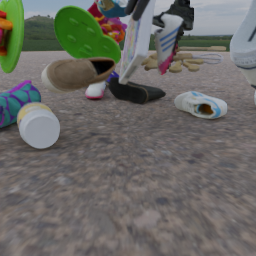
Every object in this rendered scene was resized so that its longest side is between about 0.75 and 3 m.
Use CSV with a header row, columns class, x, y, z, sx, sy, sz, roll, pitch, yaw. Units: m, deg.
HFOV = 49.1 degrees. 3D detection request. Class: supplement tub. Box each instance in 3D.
class,x,y,z,sx,sy,sz,roll,pitch,yaw
supplement tub,-2.297,-0.076,7.168,0.956,0.956,1.315,-8,20,-23

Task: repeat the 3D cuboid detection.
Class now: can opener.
class,x,y,z,sx,sy,sz,roll,pitch,yaw
can opener,0.235,-2.299,4.663,0.374,1.404,0.469,36,61,-3

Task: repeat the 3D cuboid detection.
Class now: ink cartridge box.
class,x,y,z,sx,sy,sz,roll,pitch,yaw
ink cartridge box,-1.512,-2.683,14.350,2.008,0.436,1.989,6,-9,23

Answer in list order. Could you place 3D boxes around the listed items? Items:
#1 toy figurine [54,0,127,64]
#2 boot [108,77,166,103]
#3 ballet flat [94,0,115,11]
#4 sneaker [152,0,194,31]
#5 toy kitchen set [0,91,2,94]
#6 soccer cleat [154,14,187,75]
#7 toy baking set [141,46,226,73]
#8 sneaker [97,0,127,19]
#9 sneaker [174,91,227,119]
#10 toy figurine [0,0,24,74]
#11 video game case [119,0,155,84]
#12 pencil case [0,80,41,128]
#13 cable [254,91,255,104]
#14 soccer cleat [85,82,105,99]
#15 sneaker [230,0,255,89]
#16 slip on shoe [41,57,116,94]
class,x,y,z,sx,sy,sz,roll,pitch,yaw
toy figurine,-0.962,-4.016,11.039,2.848,2.138,2.622,30,51,6
boot,0.357,-1.639,12.213,1.544,0.865,2.232,-12,35,-44
ballet flat,-0.914,-4.176,8.693,0.563,0.563,1.594,8,-8,22
sneaker,1.490,-3.836,9.410,0.672,1.007,1.757,1,15,-43
toy kitchen set,-5.053,-0.912,8.490,1.856,1.679,2.057,-3,19,-10
soccer cleat,0.894,-2.037,6.870,0.664,1.538,0.537,26,46,9
toy baking set,1.831,-2.247,9.237,2.796,0.325,2.146,-29,39,-31
sneaker,-0.615,-4.631,10.580,0.729,0.691,1.806,49,34,11
sneaker,2.359,-0.798,9.661,0.784,0.743,1.941,-19,25,-41
toy figurine,-3.452,-2.229,5.689,2.029,1.655,2.205,3,37,-38
video game case,0.203,-2.477,7.531,0.260,2.067,2.886,10,-5,-9
pencil case,-3.782,-0.781,8.958,1.053,1.144,2.475,3,18,8
cable,5.752,-1.142,10.291,2.027,0.702,2.026,-5,21,9
soccer cleat,-1.482,-1.936,12.600,0.791,0.977,2.264,-1,19,0
sneaker,1.929,-1.344,3.590,0.758,0.735,2.075,17,61,48
slip on shoe,-0.862,-1.056,5.302,0.505,0.634,1.667,-25,-4,38
